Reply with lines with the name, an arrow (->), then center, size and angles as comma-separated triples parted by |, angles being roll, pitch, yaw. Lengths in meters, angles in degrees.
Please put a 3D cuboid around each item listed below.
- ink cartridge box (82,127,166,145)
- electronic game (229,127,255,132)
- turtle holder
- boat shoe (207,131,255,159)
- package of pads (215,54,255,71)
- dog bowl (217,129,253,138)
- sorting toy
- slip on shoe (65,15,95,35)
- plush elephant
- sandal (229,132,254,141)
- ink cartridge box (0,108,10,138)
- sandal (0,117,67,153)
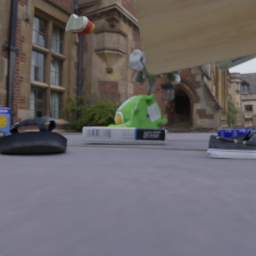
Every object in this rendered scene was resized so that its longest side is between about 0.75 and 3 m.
ink cartridge box -> -0.037, 0.208, 8.037 | 2.122, 0.505, 2.147 | 0, 1, 3
electronic game -> 4.552, 0.240, 10.765 | 2.056, 0.428, 2.056 | -3, 3, 0
turtle holder -> 0.235, -0.185, 10.019 | 1.489, 2.097, 1.594 | -7, -43, 45
boat shoe -> 1.577, 0.215, 3.665 | 1.065, 0.353, 0.372 | 0, -1, 7
package of pads -> 3.859, -2.907, 8.579 | 0.784, 2.300, 1.777 | 45, -21, -12
dog bowl -> 3.189, 0.241, 8.378 | 1.011, 0.398, 1.011 | 0, 0, 0
sorting toy -> 1.479, -2.643, 5.404 | 2.787, 2.770, 0.970 | -11, 9, 4
slip on shoe -> -1.379, -2.844, 7.847 | 0.446, 0.540, 1.459 | 20, 6, -37
plush elephant -> 0.927, -2.137, 9.995 | 1.860, 2.259, 1.749 | 8, 41, 11
sandal -> 2.416, 0.207, 4.062 | 2.133, 0.510, 0.802 | -13, -3, 12
ink cartridge box -> -2.850, -0.085, 5.868 | 0.679, 0.995, 0.380 | 0, -1, -27
sandal -> -1.738, 0.107, 5.117 | 1.053, 0.593, 2.771 | 0, -1, -19
